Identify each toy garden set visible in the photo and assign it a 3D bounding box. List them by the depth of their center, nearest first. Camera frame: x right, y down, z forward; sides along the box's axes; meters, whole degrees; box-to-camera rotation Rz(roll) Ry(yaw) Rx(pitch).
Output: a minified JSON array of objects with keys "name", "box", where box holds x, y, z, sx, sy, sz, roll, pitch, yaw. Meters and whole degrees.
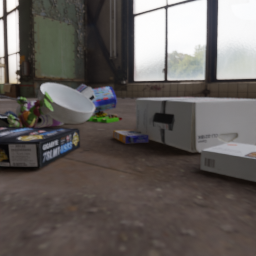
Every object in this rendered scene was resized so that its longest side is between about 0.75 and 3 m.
[{"name":"toy garden set","box":[-1.267,-0.582,13.667,1.992,0.398,1.661,6,10,36]}]

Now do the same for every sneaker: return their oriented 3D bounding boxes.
[{"name":"sneaker","box":[-5.198,-0.373,11.293,1.455,0.553,1.051,6,15,-20]},{"name":"sneaker","box":[-4.078,-0.545,11.468,2.742,0.994,1.564,5,13,33]}]

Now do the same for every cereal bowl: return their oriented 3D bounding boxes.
[{"name":"cereal bowl","box":[-2.406,-0.800,10.632,2.150,0.895,2.150,23,21,-10]}]

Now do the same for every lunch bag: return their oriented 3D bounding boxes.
[{"name":"lunch bag","box":[-1.731,-1.376,14.707,2.121,1.325,2.818,-12,9,-4]}]

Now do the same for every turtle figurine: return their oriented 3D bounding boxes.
[{"name":"turtle figurine","box":[-3.090,-0.578,8.157,1.566,1.615,1.162,-29,2,6]}]

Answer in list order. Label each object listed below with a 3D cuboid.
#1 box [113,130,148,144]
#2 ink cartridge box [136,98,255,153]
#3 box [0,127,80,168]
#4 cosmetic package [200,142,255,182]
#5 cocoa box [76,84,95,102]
[{"name":"box","box":[0.084,0.260,8.259,0.721,0.251,1.211,-2,10,-21]},{"name":"ink cartridge box","box":[1.807,-0.235,8.071,2.143,1.244,2.970,-4,9,-25]},{"name":"box","box":[-2.520,0.373,6.384,2.236,0.560,2.253,2,7,10]},{"name":"cosmetic package","box":[2.348,0.617,5.082,1.633,0.422,1.231,7,8,43]},{"name":"cocoa box","box":[-2.216,-1.449,13.289,0.683,0.694,1.041,25,58,37]}]
